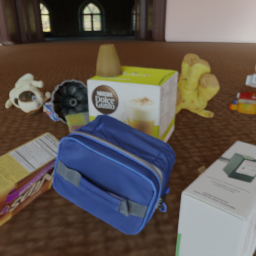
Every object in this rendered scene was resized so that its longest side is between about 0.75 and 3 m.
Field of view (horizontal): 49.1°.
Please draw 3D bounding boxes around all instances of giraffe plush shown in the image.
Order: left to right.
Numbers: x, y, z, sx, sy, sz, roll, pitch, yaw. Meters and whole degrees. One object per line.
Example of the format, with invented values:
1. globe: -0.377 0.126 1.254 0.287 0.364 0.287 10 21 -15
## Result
1. giraffe plush: 2.110 -1.388 11.647 2.270 2.799 2.415 -16 39 -9

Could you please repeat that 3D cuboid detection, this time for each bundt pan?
1. bundt pan: -2.420 -1.078 11.661 1.845 1.845 0.692 -16 16 -33

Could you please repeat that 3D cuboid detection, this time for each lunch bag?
1. lunch bag: -0.280 1.067 6.180 2.597 1.764 1.718 25 32 16

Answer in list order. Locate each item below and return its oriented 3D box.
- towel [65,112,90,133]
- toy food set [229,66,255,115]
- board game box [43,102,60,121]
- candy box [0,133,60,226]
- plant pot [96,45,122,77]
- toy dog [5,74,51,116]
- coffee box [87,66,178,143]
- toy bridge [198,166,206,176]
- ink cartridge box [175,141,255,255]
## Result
1. towel: -1.653 -0.257 11.338 1.671 0.190 1.200 -10 38 -21
2. toy food set: 5.687 -1.822 13.267 1.184 2.631 1.256 10 -12 28
3. board game box: -2.575 -0.947 12.959 2.316 0.399 1.568 -13 26 -28
4. candy box: -2.625 1.316 6.015 0.765 1.581 2.711 39 33 11
5. plant pot: -0.644 -2.194 9.071 0.869 0.932 0.869 -2 25 1
6. toy dog: -4.643 -1.436 12.888 2.022 1.455 2.085 -25 32 -22
7. coffee box: 0.241 -0.719 9.830 2.438 2.414 2.442 9 25 20
8. toy bridge: 1.928 1.328 6.820 0.203 0.502 1.492 -31 -2 12
9. ink cartridge box: 1.981 1.560 5.284 1.041 1.807 2.476 18 28 36
